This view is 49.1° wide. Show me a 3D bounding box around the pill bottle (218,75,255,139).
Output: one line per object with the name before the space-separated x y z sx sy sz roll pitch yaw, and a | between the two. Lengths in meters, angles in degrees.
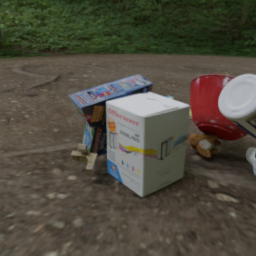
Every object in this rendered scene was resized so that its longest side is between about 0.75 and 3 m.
pill bottle | 3.481 -0.371 7.365 2.202 1.223 1.223 28 3 -34

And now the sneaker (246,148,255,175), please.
sneaker | 4.614 1.016 9.826 0.683 0.662 1.870 3 20 9

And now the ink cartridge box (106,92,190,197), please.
ink cartridge box | 0.544 0.388 8.700 1.821 2.518 1.854 -16 27 -35

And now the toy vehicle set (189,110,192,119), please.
toy vehicle set | 3.362 -0.794 15.467 0.849 0.181 1.367 5 21 13

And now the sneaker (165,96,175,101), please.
sneaker | 2.250 -1.093 15.603 0.978 0.846 2.257 17 34 25

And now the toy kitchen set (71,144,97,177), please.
toy kitchen set | -1.449 0.986 8.782 0.810 0.661 0.730 6 38 6

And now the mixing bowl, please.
mixing bowl | 3.405 -0.509 10.031 2.898 1.569 2.898 21 -11 4

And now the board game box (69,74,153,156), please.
board game box | -0.734 -0.388 9.441 2.721 2.723 0.840 -9 38 -40

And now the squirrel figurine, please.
squirrel figurine | 2.929 0.552 10.633 1.196 0.846 1.116 15 12 34
